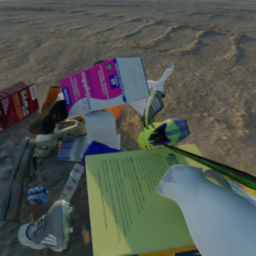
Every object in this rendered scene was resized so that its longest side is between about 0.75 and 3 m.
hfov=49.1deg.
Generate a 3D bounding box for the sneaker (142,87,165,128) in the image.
[{"bbox_3d":[1.064,-0.790,11.419,0.748,0.683,1.848,15,72,1],"label":"sneaker"}]

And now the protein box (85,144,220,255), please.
[{"bbox_3d":[0.596,2.083,6.422,2.875,1.940,2.854,-6,33,-9],"label":"protein box"}]

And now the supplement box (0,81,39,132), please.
[{"bbox_3d":[-4.913,-0.902,11.662,0.742,1.326,2.437,17,37,23],"label":"supplement box"}]

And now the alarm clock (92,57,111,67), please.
[{"bbox_3d":[-1.296,-3.143,14.403,1.030,0.508,1.526,15,62,27],"label":"alarm clock"}]

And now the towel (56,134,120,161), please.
[{"bbox_3d":[-1.367,0.675,10.198,2.208,0.263,1.622,1,32,2],"label":"towel"}]

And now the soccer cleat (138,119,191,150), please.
[{"bbox_3d":[0.692,0.202,7.246,0.878,0.678,2.098,-16,-3,-29],"label":"soccer cleat"}]

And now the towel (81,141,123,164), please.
[{"bbox_3d":[-0.554,0.895,8.506,1.502,0.372,1.109,20,31,2],"label":"towel"}]

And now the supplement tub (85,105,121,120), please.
[{"bbox_3d":[-1.089,-0.821,11.602,0.998,0.998,1.628,-24,28,-32],"label":"supplement tub"}]

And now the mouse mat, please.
[{"bbox_3d":[2.264,1.032,5.165,2.981,0.112,2.399,25,-3,-24],"label":"mouse mat"}]

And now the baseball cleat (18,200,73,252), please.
[{"bbox_3d":[-1.803,2.224,6.054,1.166,2.191,0.764,4,48,-11],"label":"baseball cleat"}]

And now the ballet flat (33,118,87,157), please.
[{"bbox_3d":[-2.569,0.213,10.153,2.410,0.908,0.818,-24,27,-25],"label":"ballet flat"}]

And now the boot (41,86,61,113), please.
[{"bbox_3d":[-3.117,-1.224,11.881,0.427,1.247,1.174,32,18,23],"label":"boot"}]

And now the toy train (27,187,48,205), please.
[{"bbox_3d":[-2.572,1.926,7.823,0.766,0.332,0.437,-15,40,24],"label":"toy train"}]

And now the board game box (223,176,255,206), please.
[{"bbox_3d":[3.261,2.277,7.536,1.646,0.419,2.449,-23,39,-31],"label":"board game box"}]

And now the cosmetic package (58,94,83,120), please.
[{"bbox_3d":[-2.497,-0.998,12.109,0.778,0.929,0.773,-21,38,-20],"label":"cosmetic package"}]

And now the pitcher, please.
[{"bbox_3d":[1.616,1.437,4.698,1.610,1.138,1.877,-6,40,-38],"label":"pitcher"}]

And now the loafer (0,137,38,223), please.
[{"bbox_3d":[-2.683,1.390,7.266,0.739,2.350,0.844,19,11,-15],"label":"loafer"}]

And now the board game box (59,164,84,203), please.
[{"bbox_3d":[-1.593,1.578,7.959,0.294,0.915,0.675,25,21,-5],"label":"board game box"}]

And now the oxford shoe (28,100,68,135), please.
[{"bbox_3d":[-2.718,-0.423,9.669,0.879,0.757,2.083,-8,22,24],"label":"oxford shoe"}]

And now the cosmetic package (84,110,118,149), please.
[{"bbox_3d":[-0.949,0.102,9.779,0.958,1.152,0.964,-9,20,-11],"label":"cosmetic package"}]

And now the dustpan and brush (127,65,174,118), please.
[{"bbox_3d":[1.168,-1.777,12.564,0.730,2.551,1.781,20,17,-35],"label":"dustpan and brush"}]

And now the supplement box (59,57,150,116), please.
[{"bbox_3d":[-0.855,-1.362,9.602,2.742,1.387,1.417,-11,6,39],"label":"supplement box"}]
